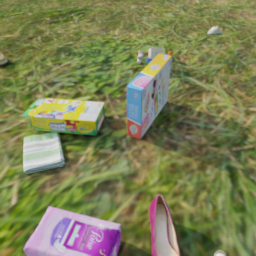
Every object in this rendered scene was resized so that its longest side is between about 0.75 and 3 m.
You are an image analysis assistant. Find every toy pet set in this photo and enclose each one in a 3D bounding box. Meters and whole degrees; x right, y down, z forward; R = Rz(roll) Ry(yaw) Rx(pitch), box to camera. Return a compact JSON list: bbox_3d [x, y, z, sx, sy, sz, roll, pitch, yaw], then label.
[{"bbox_3d":[1.354,-3.254,13.556,1.773,0.941,1.655,-1,5,-6],"label":"toy pet set"}]

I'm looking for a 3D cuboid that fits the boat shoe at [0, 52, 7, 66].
[{"bbox_3d":[-6.787,-3.756,13.901,2.181,0.830,0.781,31,48,32],"label":"boat shoe"}]

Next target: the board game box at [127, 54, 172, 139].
[{"bbox_3d":[0.767,-1.162,9.839,0.524,1.990,2.601,18,42,20],"label":"board game box"}]

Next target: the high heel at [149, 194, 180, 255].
[{"bbox_3d":[0.855,2.469,6.243,0.649,0.925,1.928,-2,39,-2],"label":"high heel"}]

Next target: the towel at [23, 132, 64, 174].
[{"bbox_3d":[-2.733,0.705,8.932,1.215,0.250,1.628,-10,40,-13],"label":"towel"}]

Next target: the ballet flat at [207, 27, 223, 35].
[{"bbox_3d":[3.504,-3.900,11.256,0.344,0.344,0.990,33,34,34],"label":"ballet flat"}]

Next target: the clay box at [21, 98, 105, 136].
[{"bbox_3d":[-2.229,-0.436,9.928,2.573,0.612,1.478,4,31,7],"label":"clay box"}]

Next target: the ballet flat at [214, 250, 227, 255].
[{"bbox_3d":[1.949,3.015,6.006,0.346,0.384,1.019,16,42,23],"label":"ballet flat"}]

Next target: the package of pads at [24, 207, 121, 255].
[{"bbox_3d":[-1.189,2.571,6.282,1.917,0.725,1.155,11,43,13],"label":"package of pads"}]
